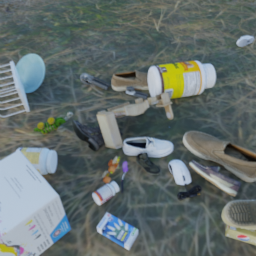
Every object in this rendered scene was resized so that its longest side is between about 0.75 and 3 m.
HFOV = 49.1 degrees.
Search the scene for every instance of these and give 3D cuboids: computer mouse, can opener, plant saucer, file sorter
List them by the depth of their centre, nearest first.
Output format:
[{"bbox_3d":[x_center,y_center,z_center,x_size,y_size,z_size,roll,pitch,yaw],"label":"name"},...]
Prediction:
[{"bbox_3d":[1.765,1.600,9.219,0.853,0.341,1.555,-12,47,-10],"label":"computer mouse"},{"bbox_3d":[-5.011,-1.577,11.621,1.179,1.314,1.894,-18,51,-13],"label":"file sorter"},{"bbox_3d":[0.364,-1.550,12.303,1.006,0.336,0.268,17,48,16],"label":"can opener"},{"bbox_3d":[-4.370,-2.418,12.647,1.797,0.346,1.797,-3,83,23],"label":"plant saucer"},{"bbox_3d":[-1.549,-2.079,12.846,1.406,0.470,0.375,25,56,5],"label":"can opener"}]

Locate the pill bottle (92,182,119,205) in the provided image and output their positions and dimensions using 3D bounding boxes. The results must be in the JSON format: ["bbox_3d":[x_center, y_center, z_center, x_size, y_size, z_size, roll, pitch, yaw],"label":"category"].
[{"bbox_3d":[-0.691,2.026,8.739,0.784,0.430,0.430,-30,53,-27],"label":"pill bottle"}]

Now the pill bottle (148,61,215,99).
[{"bbox_3d":[2.280,-2.060,12.012,2.676,1.462,1.462,-9,46,-10],"label":"pill bottle"}]

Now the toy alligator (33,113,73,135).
[{"bbox_3d":[-2.790,-0.129,10.607,1.587,0.526,0.381,-27,57,-8],"label":"toy alligator"}]

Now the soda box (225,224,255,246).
[{"bbox_3d":[3.464,2.949,7.818,1.349,0.457,0.432,14,47,14],"label":"soda box"}]

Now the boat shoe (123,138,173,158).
[{"bbox_3d":[0.717,0.652,9.922,1.820,0.595,0.670,-4,54,-3],"label":"boat shoe"}]

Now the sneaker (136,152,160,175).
[{"bbox_3d":[0.660,1.193,9.458,0.376,0.564,0.985,-40,59,-23],"label":"sneaker"}]

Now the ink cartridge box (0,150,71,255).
[{"bbox_3d":[-3.296,2.445,7.196,2.761,2.032,1.997,-35,56,-28],"label":"ink cartridge box"}]

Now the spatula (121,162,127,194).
[{"bbox_3d":[-0.152,1.623,9.152,0.107,0.295,1.043,21,62,-24],"label":"spatula"}]

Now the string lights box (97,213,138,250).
[{"bbox_3d":[-0.302,2.922,7.944,1.057,0.312,0.543,22,50,20],"label":"string lights box"}]

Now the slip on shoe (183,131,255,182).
[{"bbox_3d":[3.225,0.766,9.647,2.838,0.860,1.079,35,54,29],"label":"slip on shoe"}]

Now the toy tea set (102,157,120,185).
[{"bbox_3d":[-0.520,1.461,9.289,0.380,0.610,1.026,34,63,-14],"label":"toy tea set"}]

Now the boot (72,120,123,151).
[{"bbox_3d":[-1.155,0.044,10.573,1.610,0.557,1.401,45,58,13],"label":"boot"}]

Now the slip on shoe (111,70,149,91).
[{"bbox_3d":[0.422,-2.243,12.708,2.385,0.723,0.907,-6,46,-6],"label":"slip on shoe"}]

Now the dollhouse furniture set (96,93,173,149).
[{"bbox_3d":[0.220,-0.337,10.727,2.837,1.256,1.471,-22,12,-27],"label":"dollhouse furniture set"}]

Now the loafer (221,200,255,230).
[{"bbox_3d":[3.558,2.322,7.533,2.333,0.797,0.883,8,69,-9],"label":"loafer"}]

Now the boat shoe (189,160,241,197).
[{"bbox_3d":[2.771,1.497,8.976,1.722,0.619,0.558,35,90,34],"label":"boat shoe"}]

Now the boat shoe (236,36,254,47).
[{"bbox_3d":[6.369,-4.811,15.462,1.307,0.481,0.427,-17,43,-30],"label":"boat shoe"}]

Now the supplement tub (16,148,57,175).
[{"bbox_3d":[-3.067,1.109,9.313,1.213,0.882,0.882,2,46,2],"label":"supplement tub"}]
